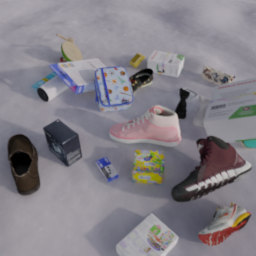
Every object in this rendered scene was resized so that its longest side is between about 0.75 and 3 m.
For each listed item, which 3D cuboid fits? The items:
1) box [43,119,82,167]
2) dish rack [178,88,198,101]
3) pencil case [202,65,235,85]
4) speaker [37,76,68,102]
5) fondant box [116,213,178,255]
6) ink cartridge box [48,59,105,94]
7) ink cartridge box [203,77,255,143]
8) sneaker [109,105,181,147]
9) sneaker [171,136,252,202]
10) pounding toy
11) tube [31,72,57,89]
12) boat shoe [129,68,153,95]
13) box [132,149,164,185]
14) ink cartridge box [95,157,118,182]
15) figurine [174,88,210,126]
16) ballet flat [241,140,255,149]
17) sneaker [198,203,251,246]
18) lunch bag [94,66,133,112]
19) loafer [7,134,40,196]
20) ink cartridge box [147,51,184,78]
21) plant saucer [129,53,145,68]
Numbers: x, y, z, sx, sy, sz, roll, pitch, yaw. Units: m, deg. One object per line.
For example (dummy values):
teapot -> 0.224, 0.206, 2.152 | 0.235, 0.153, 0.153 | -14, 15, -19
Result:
box -> -2.355, 0.540, 10.131 | 1.206, 1.227, 0.720 | 33, 51, 32
dish rack -> 2.835, -1.574, 13.273 | 0.681, 0.173, 0.794 | -29, 49, -29
pencil case -> 4.446, -2.574, 13.970 | 1.637, 0.732, 0.637 | 32, 52, 32
speaker -> -3.376, -2.016, 13.303 | 0.788, 0.788, 1.942 | 23, 47, 23
fondant box -> 0.528, 3.223, 7.751 | 1.435, 0.418, 1.035 | -33, 51, -30
ink cartridge box -> -2.096, -2.456, 13.192 | 2.909, 0.610, 1.736 | -19, 57, -44
ink cartridge box -> 4.265, -0.708, 10.985 | 1.978, 1.147, 2.731 | -9, 32, 33
sneaker -> 0.572, -0.198, 10.567 | 2.829, 1.479, 1.065 | 5, 33, 20
sneaker -> 2.387, 1.213, 9.127 | 2.969, 1.123, 1.715 | -14, 60, -24
pounding toy -> -3.422, -4.198, 15.638 | 1.366, 0.821, 1.770 | -9, 73, -55
tube -> -3.681, -2.520, 14.114 | 0.908, 0.591, 2.344 | 24, 53, 31
boat shoe -> 0.267, -2.175, 13.477 | 2.329, 0.730, 0.852 | -32, 63, -24
box -> 0.703, 1.335, 9.678 | 1.054, 0.643, 1.015 | 4, 42, 5
ink cartridge box -> -0.752, 1.452, 9.878 | 0.441, 0.207, 0.938 | -21, 46, -23
figurine -> 2.667, -0.885, 11.598 | 1.416, 1.382, 0.610 | 23, 47, 23
ballet flat -> 5.134, 0.358, 10.909 | 2.060, 0.695, 0.642 | -11, 12, -16
sneaker -> 2.700, 2.773, 8.137 | 1.830, 0.712, 0.752 | -16, 39, -30
lunch bag -> -0.699, -1.703, 12.422 | 1.643, 0.775, 2.050 | -7, 71, -17
loafer -> -3.651, 1.029, 9.766 | 1.000, 0.978, 2.741 | -19, 45, -20
ink cartridge box -> 1.998, -3.422, 14.913 | 1.709, 0.717, 1.237 | 15, 44, 16
plant saucer -> 0.449, -3.688, 15.099 | 0.793, 0.192, 0.793 | -47, 38, 4
